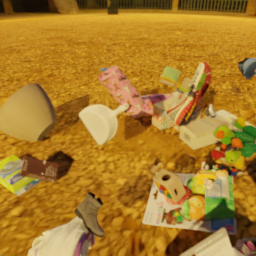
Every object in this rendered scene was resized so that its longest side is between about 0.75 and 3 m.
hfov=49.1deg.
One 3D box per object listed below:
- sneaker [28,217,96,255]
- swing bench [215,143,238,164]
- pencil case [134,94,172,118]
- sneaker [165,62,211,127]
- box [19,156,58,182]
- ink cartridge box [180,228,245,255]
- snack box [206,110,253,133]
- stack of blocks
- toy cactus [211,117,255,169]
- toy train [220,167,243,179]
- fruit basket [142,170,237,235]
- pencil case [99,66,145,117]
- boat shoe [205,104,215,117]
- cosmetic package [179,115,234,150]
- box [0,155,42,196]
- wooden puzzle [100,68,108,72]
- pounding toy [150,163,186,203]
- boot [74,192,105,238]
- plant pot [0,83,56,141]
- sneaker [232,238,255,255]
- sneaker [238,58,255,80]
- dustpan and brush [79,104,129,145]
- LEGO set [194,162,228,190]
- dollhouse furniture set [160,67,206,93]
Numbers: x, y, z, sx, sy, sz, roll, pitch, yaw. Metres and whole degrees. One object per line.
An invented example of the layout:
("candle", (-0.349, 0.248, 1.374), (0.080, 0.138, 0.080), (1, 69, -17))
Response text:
("sneaker", (-1.360, 2.375, 6.191), (1.203, 0.904, 2.414), (-1, -5, 4))
("swing bench", (4.329, 1.079, 12.227), (0.777, 0.504, 0.773), (-10, 33, -16))
("pencil case", (1.381, -1.248, 15.520), (2.662, 1.164, 1.164), (-9, 32, -13))
("sneaker", (2.354, -1.421, 11.328), (1.137, 2.768, 1.078), (41, 29, 27))
("box", (-3.397, 1.595, 10.732), (1.310, 0.491, 0.656), (15, 53, -21))
("ink cartridge box", (1.714, 3.735, 5.888), (1.031, 2.459, 2.158), (36, 26, -19))
("snack box", (5.231, -0.206, 14.436), (1.260, 0.402, 2.169), (-17, 35, -26))
("stack of blocks", (2.499, -0.720, 14.219), (2.631, 1.515, 0.771), (-18, 35, -27))
("toy cactus", (3.917, 0.536, 9.198), (2.264, 1.403, 2.744), (11, 19, 24))
("toy train", (4.190, 1.765, 11.268), (0.922, 0.390, 0.533), (0, 18, 0))
("fruit basket", (2.102, 2.304, 9.446), (2.826, 1.325, 2.618), (6, 32, 15))
("pencil case", (-0.197, -1.245, 9.583), (0.802, 1.853, 0.767), (-48, 29, -17))
("boat shoe", (2.988, -0.612, 10.324), (0.331, 0.350, 1.001), (-23, 11, 23))
("cosmetic package", (3.744, 0.168, 13.419), (2.288, 0.836, 1.184), (-16, 35, -23))
("box", (-4.459, 1.830, 11.041), (1.903, 0.453, 1.160), (21, 38, 32))
("wooden puzzle", (-0.528, -2.031, 12.350), (1.055, 1.563, 0.183), (-12, 30, 28))
("pounding toy", (0.994, 1.544, 8.309), (0.529, 1.015, 1.156), (-41, 36, -20))
("boot", (-0.706, 1.816, 5.907), (0.879, 0.578, 0.307), (40, 4, 19))
("plant pot", (-4.478, -0.455, 13.135), (1.855, 2.763, 2.763), (41, 40, 2))
("sneaker", (3.154, 3.542, 7.803), (1.924, 0.849, 0.783), (-16, 35, -24))
("sneaker", (4.440, -2.348, 10.536), (0.621, 1.771, 0.690), (-33, 73, 14))
("dustpan and brush", (-0.734, -0.342, 9.922), (0.610, 1.487, 2.130), (-37, 6, -38))
("LEGO set", (2.328, 1.266, 7.996), (0.690, 1.499, 0.558), (26, 64, 8))
("dollhouse furniture set", (1.687, -1.588, 8.741), (1.342, 0.518, 0.671), (21, 66, 8))
